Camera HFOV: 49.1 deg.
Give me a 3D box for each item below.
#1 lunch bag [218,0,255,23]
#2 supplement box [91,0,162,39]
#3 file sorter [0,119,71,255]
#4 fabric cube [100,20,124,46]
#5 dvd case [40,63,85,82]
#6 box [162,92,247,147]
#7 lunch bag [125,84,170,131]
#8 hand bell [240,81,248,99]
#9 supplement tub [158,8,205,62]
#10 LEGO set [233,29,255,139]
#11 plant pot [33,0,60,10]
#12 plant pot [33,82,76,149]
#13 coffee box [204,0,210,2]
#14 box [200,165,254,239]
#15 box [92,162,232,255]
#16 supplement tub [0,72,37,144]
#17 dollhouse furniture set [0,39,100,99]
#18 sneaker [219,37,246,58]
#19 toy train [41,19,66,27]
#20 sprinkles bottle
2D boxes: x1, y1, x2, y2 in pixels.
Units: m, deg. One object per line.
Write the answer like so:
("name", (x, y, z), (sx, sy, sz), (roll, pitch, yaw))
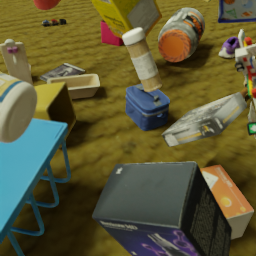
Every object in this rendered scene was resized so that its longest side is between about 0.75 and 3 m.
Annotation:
("lunch bag", (3.169, -3.444, 6.423), (1.991, 1.233, 1.693), (6, 78, 16))
("supplement box", (-0.154, -3.838, 8.384), (1.278, 2.334, 1.270), (35, 84, 35))
("file sorter", (-2.413, 1.306, 4.929), (1.969, 1.741, 2.838), (8, 41, 10))
("fabric cube", (-0.583, -4.181, 12.039), (0.897, 0.912, 0.915), (17, 43, 18))
("dvd case", (-2.320, -1.914, 9.985), (0.976, 0.105, 1.313), (24, 46, 26))
("box", (1.411, -0.132, 5.311), (1.043, 0.318, 1.316), (-35, 7, -35))
("lunch bag", (0.538, -0.644, 7.869), (0.923, 0.899, 1.359), (-22, 44, -23))
("hand bell", (3.725, -1.195, 8.825), (0.838, 0.838, 1.610), (30, 60, 31))
("supplement tub", (2.070, -3.613, 10.924), (1.483, 1.483, 2.420), (14, 43, 16))
("LEGO set", (2.453, -0.853, 5.285), (0.587, 1.787, 2.392), (-11, 23, 32))
("plant pot", (-2.602, -4.181, 8.492), (0.872, 0.772, 0.872), (-3, 68, 9))
("plant pot", (-2.292, -0.361, 7.353), (1.300, 1.271, 1.263), (2, 40, 14))
("coffee box", (1.764, -3.483, 6.249), (0.676, 1.099, 0.242), (28, 37, 6))
("box", (1.130, 1.566, 5.265), (1.841, 0.897, 1.145), (-11, 42, -13))
("box", (0.486, 1.159, 3.404), (1.106, 1.495, 0.780), (-8, 42, 36))
("supplement tub", (-1.345, -0.267, 2.591), (0.828, 0.599, 0.599), (23, 43, 1))
("dollhouse furniture set", (-2.409, -2.070, 8.708), (2.801, 1.988, 2.219), (-8, 41, -9))
("sneaker", (4.339, -3.360, 11.222), (0.691, 0.715, 1.713), (31, 49, 31))
("toy train", (-3.617, -5.163, 13.680), (1.207, 0.276, 0.206), (-12, 41, -13))
("sprinkles bottle", (0.296, -1.301, 5.476), (0.408, 1.196, 0.408), (-20, 27, 11))
